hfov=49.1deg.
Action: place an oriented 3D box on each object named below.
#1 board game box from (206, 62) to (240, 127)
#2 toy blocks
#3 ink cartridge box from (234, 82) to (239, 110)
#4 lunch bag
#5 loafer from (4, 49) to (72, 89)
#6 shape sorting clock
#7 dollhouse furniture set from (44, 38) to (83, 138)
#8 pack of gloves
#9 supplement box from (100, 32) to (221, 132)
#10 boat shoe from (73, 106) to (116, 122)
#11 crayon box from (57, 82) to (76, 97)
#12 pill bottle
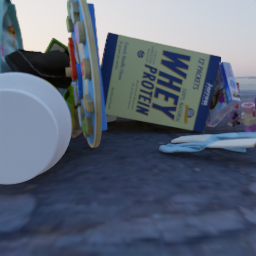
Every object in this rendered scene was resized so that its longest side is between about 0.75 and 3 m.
[{"bbox_3d":[2.168,-0.788,6.741,0.233,1.134,1.131,7,-33,-13],"label":"board game box"},{"bbox_3d":[2.934,-0.542,6.160,1.154,1.040,1.235,-20,22,-14],"label":"toy blocks"},{"bbox_3d":[2.743,-1.305,11.496,2.791,1.195,2.060,0,9,-12],"label":"ink cartridge box"},{"bbox_3d":[-3.603,-1.313,5.962,2.529,2.968,1.810,-1,9,-1],"label":"lunch bag"},{"bbox_3d":[-1.723,-1.394,6.072,0.825,0.844,2.312,-41,-2,14],"label":"loafer"},{"bbox_3d":[-0.810,-0.974,4.848,0.522,2.660,2.660,-8,10,-10],"label":"shape sorting clock"},{"bbox_3d":[-1.570,-1.071,6.404,1.400,1.081,2.801,29,18,-29],"label":"dollhouse furniture set"},{"bbox_3d":[1.363,0.327,4.579,1.543,0.304,1.296,-6,5,34],"label":"pack of gloves"},{"bbox_3d":[0.541,-1.149,7.362,2.623,1.761,2.620,10,8,-7],"label":"supplement box"},{"bbox_3d":[-1.497,-0.622,7.856,2.517,0.860,0.929,3,6,-22],"label":"boat shoe"},{"bbox_3d":[-1.386,-1.484,10.590,2.886,1.832,0.733,-9,-27,-47],"label":"crayon box"},{"bbox_3d":[-1.408,-0.077,3.685,1.262,1.262,2.253,-2,9,-15],"label":"pill bottle"}]
